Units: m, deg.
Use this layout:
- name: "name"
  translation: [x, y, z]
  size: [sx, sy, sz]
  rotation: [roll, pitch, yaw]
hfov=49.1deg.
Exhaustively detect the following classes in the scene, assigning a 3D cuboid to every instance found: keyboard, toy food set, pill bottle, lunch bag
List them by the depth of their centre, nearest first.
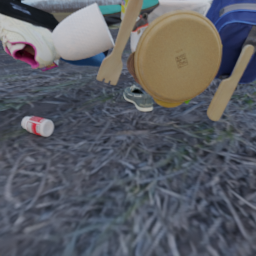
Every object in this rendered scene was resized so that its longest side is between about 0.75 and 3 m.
- name: "toy food set"
  translation: [0.966, -1.371, 5.756]
  size: [2.863, 1.976, 0.575]
  rotation: [17, 20, -19]
- name: "keyboard"
  translation: [-2.526, -2.692, 6.225]
  size: [2.220, 0.229, 1.410]
  rotation: [-1, 47, -54]
- name: "lunch bag"
  translation: [3.141, -2.515, 8.058]
  size: [1.983, 2.919, 1.931]
  rotation: [10, 67, 2]
- name: "pill bottle"
  translation: [-3.073, -0.075, 9.456]
  size: [1.014, 0.569, 0.569]
  rotation: [13, 29, 26]

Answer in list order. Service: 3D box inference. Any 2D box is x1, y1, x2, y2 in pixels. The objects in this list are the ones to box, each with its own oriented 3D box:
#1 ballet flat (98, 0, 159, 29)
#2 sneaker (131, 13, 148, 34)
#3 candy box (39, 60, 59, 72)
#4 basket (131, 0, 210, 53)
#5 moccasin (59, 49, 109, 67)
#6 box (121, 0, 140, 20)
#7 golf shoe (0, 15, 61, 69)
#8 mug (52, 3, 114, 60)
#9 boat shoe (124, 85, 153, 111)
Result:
- name: "ballet flat"
  translation: [-0.116, -3.925, 9.744]
  size: [2.483, 0.907, 0.907]
  rotation: [-16, 28, -11]
- name: "sneaker"
  translation: [0.175, -2.912, 7.681]
  size: [0.417, 0.444, 1.083]
  rotation: [28, 44, 24]
- name: "candy box"
  translation: [-3.271, -2.670, 10.640]
  size: [0.756, 1.109, 0.338]
  rotation: [-13, 63, 19]
- name: "basket"
  translation: [1.580, -3.888, 11.211]
  size: [2.894, 1.962, 1.785]
  rotation: [3, 13, 1]
- name: "moccasin"
  translation: [-1.614, -2.674, 9.264]
  size: [2.952, 1.007, 1.188]
  rotation: [21, -11, 36]
- name: "box"
  translation: [0.073, -3.433, 7.915]
  size: [0.269, 1.114, 0.653]
  rotation: [-27, 62, -19]
- name: "golf shoe"
  translation: [-3.403, -2.796, 8.350]
  size: [2.824, 1.064, 1.292]
  rotation: [31, 47, -3]
- name: "mug"
  translation: [-1.056, -2.131, 6.214]
  size: [1.150, 0.968, 1.312]
  rotation: [-23, 54, 6]
- name: "boat shoe"
  translation: [0.433, -1.457, 12.123]
  size: [0.880, 0.746, 2.416]
  rotation: [-8, 27, -16]
